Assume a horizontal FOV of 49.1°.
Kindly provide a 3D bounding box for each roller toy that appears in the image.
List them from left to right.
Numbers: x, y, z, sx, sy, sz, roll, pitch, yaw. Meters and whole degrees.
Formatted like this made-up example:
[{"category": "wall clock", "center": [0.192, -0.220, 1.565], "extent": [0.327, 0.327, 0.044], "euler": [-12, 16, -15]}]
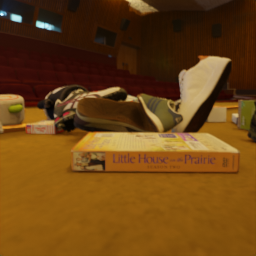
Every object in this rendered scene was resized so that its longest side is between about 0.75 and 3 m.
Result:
[{"category": "roller toy", "center": [-5.307, -0.727, 12.083], "extent": [1.570, 1.203, 1.721], "euler": [-2, 17, -14]}]

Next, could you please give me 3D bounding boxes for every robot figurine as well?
[{"category": "robot figurine", "center": [-2.460, -0.936, 11.564], "extent": [1.942, 1.613, 2.585], "euler": [44, -27, -28]}]

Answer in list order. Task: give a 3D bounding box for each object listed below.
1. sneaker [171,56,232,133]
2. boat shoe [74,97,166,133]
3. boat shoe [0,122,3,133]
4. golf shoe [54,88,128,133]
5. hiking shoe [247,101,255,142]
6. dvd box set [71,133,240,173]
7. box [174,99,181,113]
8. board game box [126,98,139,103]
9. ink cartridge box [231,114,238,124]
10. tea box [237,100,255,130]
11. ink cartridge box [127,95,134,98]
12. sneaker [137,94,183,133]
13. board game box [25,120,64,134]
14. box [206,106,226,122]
[{"category": "sneaker", "center": [1.812, -0.870, 8.041], "extent": [1.212, 2.863, 1.042], "euler": [24, -20, 31]}, {"category": "boat shoe", "center": [-0.195, -0.203, 8.528], "extent": [2.956, 1.082, 0.958], "euler": [13, -41, -20]}, {"category": "boat shoe", "center": [-4.914, -0.063, 9.696], "extent": [1.371, 0.470, 0.494], "euler": [4, 8, 30]}, {"category": "golf shoe", "center": [-1.333, -0.867, 9.194], "extent": [2.642, 1.164, 1.020], "euler": [-22, -27, 11]}, {"category": "hiking shoe", "center": [4.153, -0.145, 7.034], "extent": [0.957, 1.272, 2.527], "euler": [-4, 8, -31]}, {"category": "dvd box set", "center": [0.472, 0.442, 5.775], "extent": [2.897, 0.426, 2.120], "euler": [0, 7, 0]}, {"category": "box", "center": [2.791, -1.088, 14.070], "extent": [2.115, 0.667, 2.682], "euler": [-24, 4, 9]}, {"category": "board game box", "center": [-0.225, -0.561, 10.503], "extent": [1.041, 1.023, 1.986], "euler": [-1, 9, 11]}, {"category": "ink cartridge box", "center": [5.687, -0.352, 12.364], "extent": [1.911, 0.389, 1.914], "euler": [2, 7, 13]}, {"category": "tea box", "center": [5.244, -0.471, 10.248], "extent": [1.700, 1.136, 1.673], "euler": [-2, 7, -18]}, {"category": "ink cartridge box", "center": [-0.604, -1.011, 13.413], "extent": [1.743, 1.009, 2.999], "euler": [24, 18, 27]}, {"category": "sneaker", "center": [0.871, -0.486, 7.570], "extent": [0.828, 0.619, 1.845], "euler": [-23, 34, -1]}, {"category": "board game box", "center": [-2.837, -0.047, 10.122], "extent": [1.084, 0.331, 1.431], "euler": [1, 7, 11]}, {"category": "box", "center": [4.109, -0.700, 13.864], "extent": [0.913, 0.715, 1.467], "euler": [-1, 7, -6]}]
